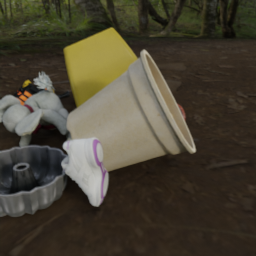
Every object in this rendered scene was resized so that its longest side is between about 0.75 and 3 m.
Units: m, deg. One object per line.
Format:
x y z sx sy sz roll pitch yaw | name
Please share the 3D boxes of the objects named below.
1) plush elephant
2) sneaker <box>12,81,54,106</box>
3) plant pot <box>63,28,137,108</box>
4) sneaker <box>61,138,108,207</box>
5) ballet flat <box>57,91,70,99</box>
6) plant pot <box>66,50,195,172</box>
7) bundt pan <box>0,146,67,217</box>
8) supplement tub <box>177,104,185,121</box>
-2.975 -0.256 8.799 1.916 2.475 2.038 -36 46 -27 | plush elephant
-4.561 -1.379 12.078 2.841 1.278 0.994 -17 28 -35 | sneaker
-0.948 -1.958 9.883 2.598 2.292 2.598 -25 12 -5 | plant pot
-0.900 0.931 5.924 0.863 1.732 0.648 0 30 10 | sneaker
-3.342 -1.622 13.945 0.327 0.280 0.985 18 29 36 | ballet flat
-0.034 -0.102 6.564 2.311 2.525 2.525 -27 18 15 | plant pot
-2.412 1.244 6.490 2.188 0.821 2.188 -1 23 0 | bundt pan
1.169 -0.289 9.942 1.610 0.861 0.861 -16 28 -25 | supplement tub
